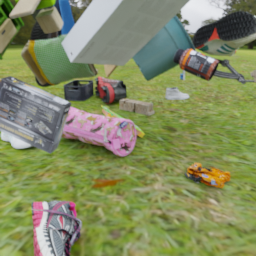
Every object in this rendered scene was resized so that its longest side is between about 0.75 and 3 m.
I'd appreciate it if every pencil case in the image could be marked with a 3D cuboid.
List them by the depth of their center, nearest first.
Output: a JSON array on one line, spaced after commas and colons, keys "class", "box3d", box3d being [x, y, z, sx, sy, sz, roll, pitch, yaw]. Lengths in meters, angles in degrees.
[{"class": "pencil case", "box3d": [-1.099, 0.061, 8.866, 2.764, 1.196, 1.144, 14, 65, 34]}]

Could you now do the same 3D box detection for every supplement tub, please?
[{"class": "supplement tub", "box3d": [2.036, -1.967, 8.525, 1.276, 0.683, 0.683, 29, 30, 18]}]

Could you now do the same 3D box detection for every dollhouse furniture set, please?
[{"class": "dollhouse furniture set", "box3d": [-2.066, -1.751, 6.753, 1.715, 2.618, 1.314, -4, 51, 19]}]

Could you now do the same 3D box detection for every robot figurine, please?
[{"class": "robot figurine", "box3d": [1.957, 1.161, 7.012, 1.048, 0.305, 0.760, 15, 23, 36]}]

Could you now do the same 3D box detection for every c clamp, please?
[{"class": "c clamp", "box3d": [3.495, -2.085, 10.085, 1.923, 0.305, 2.251, 1, 33, -11]}]

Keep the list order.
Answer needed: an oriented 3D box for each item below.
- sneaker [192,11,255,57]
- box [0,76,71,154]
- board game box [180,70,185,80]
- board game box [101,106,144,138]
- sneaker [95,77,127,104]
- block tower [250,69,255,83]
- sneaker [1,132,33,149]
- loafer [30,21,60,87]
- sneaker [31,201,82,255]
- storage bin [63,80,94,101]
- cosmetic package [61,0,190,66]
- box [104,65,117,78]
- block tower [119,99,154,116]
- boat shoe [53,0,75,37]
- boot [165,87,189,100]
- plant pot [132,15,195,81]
[{"class": "sneaker", "box3d": [3.607, -3.132, 9.801, 1.361, 1.025, 2.911, 16, -3, -28]}, {"class": "box", "box3d": [-2.123, -0.276, 6.100, 1.504, 1.191, 0.363, 23, 22, 4]}, {"class": "board game box", "box3d": [2.357, -2.750, 12.091, 0.176, 1.359, 1.359, 2, 11, 12]}, {"class": "board game box", "box3d": [-0.224, -0.222, 9.645, 1.645, 0.247, 0.786, 33, 6, -26]}, {"class": "sneaker", "box3d": [-0.912, -2.040, 14.691, 1.445, 1.045, 2.957, -8, 24, -18]}, {"class": "block tower", "box3d": [4.383, -1.861, 8.190, 0.445, 1.648, 0.476, 12, 61, -18]}, {"class": "sneaker", "box3d": [-3.621, 0.176, 9.111, 1.843, 0.738, 0.648, 17, 25, 36]}, {"class": "loafer", "box3d": [-3.105, -2.954, 10.974, 1.043, 2.859, 1.020, -1, -3, 30]}, {"class": "sneaker", "box3d": [-1.107, 1.787, 4.508, 0.803, 0.867, 2.150, -5, 20, -19]}, {"class": "storage bin", "box3d": [-2.620, -2.022, 15.011, 1.157, 0.802, 1.711, 4, 21, 11]}, {"class": "cosmetic package", "box3d": [-0.063, -2.272, 5.986, 2.335, 0.603, 1.760, -37, -14, 37]}, {"class": "box", "box3d": [-0.556, -2.439, 10.073, 0.108, 1.015, 0.829, 11, 52, -35]}, {"class": "block tower", "box3d": [0.378, -0.953, 12.567, 1.656, 0.479, 0.447, 16, 26, 35]}, {"class": "boat shoe", "box3d": [-2.577, -4.231, 11.295, 0.674, 1.964, 0.826, 17, 24, 39]}, {"class": "boot", "box3d": [2.604, -1.832, 14.740, 1.281, 0.612, 0.471, -5, 21, -12]}, {"class": "plant pot", "box3d": [1.065, -2.673, 9.622, 1.854, 1.893, 1.893, -33, 18, 9]}]
